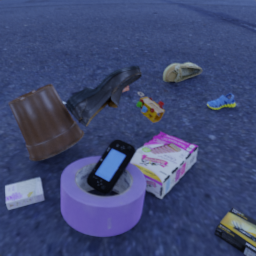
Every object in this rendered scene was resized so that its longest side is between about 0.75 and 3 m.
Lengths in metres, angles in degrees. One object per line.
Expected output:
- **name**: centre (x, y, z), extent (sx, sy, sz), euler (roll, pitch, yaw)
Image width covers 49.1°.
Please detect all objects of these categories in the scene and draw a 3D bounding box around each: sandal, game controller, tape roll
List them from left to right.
- **tape roll**: centre (-0.678, 1.746, 7.601), extent (2.257, 0.959, 2.257), euler (5, 26, -3)
- **game controller**: centre (-0.473, 1.053, 7.809), extent (0.825, 0.333, 1.582), euler (26, 68, 21)
- **sandal**: centre (4.272, -1.229, 12.803), extent (1.415, 0.616, 0.563), euler (-12, 37, -14)

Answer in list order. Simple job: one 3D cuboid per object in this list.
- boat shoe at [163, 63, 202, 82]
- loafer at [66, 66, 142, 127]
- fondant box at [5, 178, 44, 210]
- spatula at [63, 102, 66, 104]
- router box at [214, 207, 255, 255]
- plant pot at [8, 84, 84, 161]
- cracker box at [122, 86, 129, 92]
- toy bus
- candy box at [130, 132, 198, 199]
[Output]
- **boat shoe**: centre (2.960, -2.998, 15.261), extent (2.538, 0.926, 0.798), euler (-17, 31, -36)
- **loafer**: centre (-0.631, -1.087, 9.438), extent (2.849, 1.037, 1.030), euler (-34, 80, -11)
- **fondant box**: centre (-3.053, 1.923, 8.262), extent (1.013, 0.295, 0.731), euler (-13, 36, -17)
- **spatula**: centre (-3.703, -1.245, 13.278), extent (1.404, 0.113, 0.977), euler (21, 38, 29)
- **router box**: centre (2.951, 2.669, 7.101), extent (1.170, 0.305, 0.920), euler (27, 42, 35)
- **plant pot**: centre (-2.810, -0.265, 9.375), extent (2.024, 2.004, 2.024), euler (-20, 19, 7)
- **cracker box**: centre (-0.553, -2.176, 14.512), extent (0.709, 0.305, 1.059), euler (-22, 40, -30)
- **toy bus**: centre (0.725, -0.656, 9.910), extent (1.032, 0.565, 1.094), euler (17, 33, -9)
- **candy box**: centre (1.063, 1.103, 9.124), extent (1.545, 0.691, 2.265), euler (22, 39, 31)
